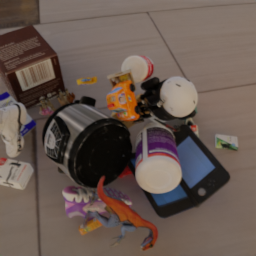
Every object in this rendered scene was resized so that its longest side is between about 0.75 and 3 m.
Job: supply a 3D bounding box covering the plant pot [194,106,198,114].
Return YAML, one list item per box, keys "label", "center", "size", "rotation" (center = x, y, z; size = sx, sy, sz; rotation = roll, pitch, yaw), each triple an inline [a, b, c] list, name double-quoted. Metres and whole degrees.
- label: "plant pot"
  center: [2.564, -0.733, 12.147]
  size: [1.047, 1.047, 0.701]
  rotation: [-40, 88, -27]

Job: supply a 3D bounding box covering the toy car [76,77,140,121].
- label: "toy car"
  center: [-0.879, -1.014, 9.861]
  size: [0.958, 1.412, 2.878]
  rotation: [-15, 22, -42]

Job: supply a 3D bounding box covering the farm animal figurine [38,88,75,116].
- label: "farm animal figurine"
  center: [-3.135, -0.951, 12.432]
  size: [1.672, 0.841, 1.350]
  rotation: [-32, 39, -19]

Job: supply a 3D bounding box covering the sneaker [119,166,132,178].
- label: "sneaker"
  center: [0.065, 1.691, 10.561]
  size: [1.254, 0.491, 0.724]
  rotation: [22, 65, 27]

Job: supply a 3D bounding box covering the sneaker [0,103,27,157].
- label: "sneaker"
  center: [-4.188, 0.146, 9.452]
  size: [0.770, 2.049, 1.177]
  rotation: [33, 27, 32]

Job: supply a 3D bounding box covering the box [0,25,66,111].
- label: "box"
  center: [-4.619, -2.749, 12.810]
  size: [2.326, 2.303, 2.804]
  rotation: [-28, 57, -20]

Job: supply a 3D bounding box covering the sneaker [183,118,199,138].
- label: "sneaker"
  center: [2.565, 0.329, 11.326]
  size: [0.597, 0.793, 1.696]
  rotation: [-3, 51, -7]

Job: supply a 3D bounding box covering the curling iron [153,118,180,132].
- label: "curling iron"
  center: [1.271, -0.118, 9.177]
  size: [0.926, 0.230, 0.118]
  rotation: [22, 10, 8]

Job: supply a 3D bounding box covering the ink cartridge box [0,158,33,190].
- label: "ink cartridge box"
  center: [-4.316, 1.698, 10.437]
  size: [1.220, 0.511, 0.880]
  rotation: [11, 52, 8]

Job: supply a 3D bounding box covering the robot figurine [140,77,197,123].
- label: "robot figurine"
  center: [1.555, -1.088, 11.087]
  size: [1.943, 2.586, 1.614]
  rotation: [-4, 84, -27]

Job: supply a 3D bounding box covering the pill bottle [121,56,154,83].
- label: "pill bottle"
  center: [0.460, -2.330, 11.025]
  size: [0.993, 0.993, 1.770]
  rotation: [17, 18, 13]

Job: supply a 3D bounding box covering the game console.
- label: "game console"
  center: [1.638, 1.365, 9.846]
  size: [2.384, 1.653, 2.793]
  rotation: [-46, 54, 17]

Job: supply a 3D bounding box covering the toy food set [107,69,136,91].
- label: "toy food set"
  center: [-0.196, -1.541, 9.746]
  size: [0.837, 1.166, 0.352]
  rotation: [-17, 65, 3]

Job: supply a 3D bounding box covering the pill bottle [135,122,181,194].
- label: "pill bottle"
  center: [0.974, 0.891, 9.637]
  size: [1.447, 1.447, 2.573]
  rotation: [2, 33, 1]

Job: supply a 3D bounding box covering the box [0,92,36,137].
- label: "box"
  center: [-4.648, -0.329, 10.913]
  size: [1.700, 1.563, 0.892]
  rotation: [50, 54, -13]

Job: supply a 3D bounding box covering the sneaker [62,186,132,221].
- label: "sneaker"
  center: [-1.068, 2.624, 9.464]
  size: [2.383, 1.053, 0.958]
  rotation: [8, 5, -18]

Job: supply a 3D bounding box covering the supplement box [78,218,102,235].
- label: "supplement box"
  center: [-1.219, 3.177, 9.098]
  size: [0.764, 0.254, 0.263]
  rotation: [-28, 16, 4]

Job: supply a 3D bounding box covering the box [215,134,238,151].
- label: "box"
  center: [4.052, 0.595, 11.539]
  size: [0.882, 0.160, 0.636]
  rotation: [7, 51, 7]

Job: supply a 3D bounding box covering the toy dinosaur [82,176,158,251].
- label: "toy dinosaur"
  center: [-0.072, 2.785, 8.227]
  size: [2.383, 2.626, 1.379]
  rotation: [18, 55, -7]

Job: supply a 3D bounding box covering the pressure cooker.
- label: "pressure cooker"
  center: [-1.591, 0.489, 9.889]
  size: [2.533, 2.572, 2.880]
  rotation: [-38, 41, -21]

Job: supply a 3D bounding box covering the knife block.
- label: "knife block"
  center: [0.397, -0.805, 10.717]
  size: [2.086, 0.760, 2.377]
  rotation: [-32, 13, 14]
